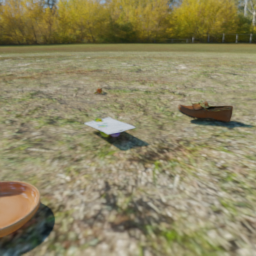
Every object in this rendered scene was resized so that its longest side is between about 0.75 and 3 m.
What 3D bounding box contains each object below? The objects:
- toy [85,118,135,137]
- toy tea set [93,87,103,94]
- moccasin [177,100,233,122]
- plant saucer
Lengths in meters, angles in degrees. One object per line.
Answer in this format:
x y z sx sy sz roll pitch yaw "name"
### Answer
-0.658 0.049 9.556 1.020 0.418 1.772 -15 23 -30 "toy"
-1.640 -2.099 16.087 0.509 0.317 0.857 -26 16 18 "toy tea set"
3.018 -0.745 11.000 2.107 0.813 0.771 9 19 12 "moccasin"
-2.553 1.566 5.324 1.719 0.322 1.719 -1 19 0 "plant saucer"
